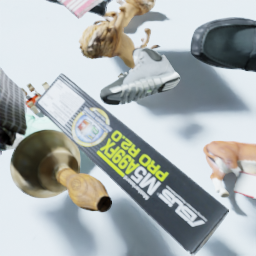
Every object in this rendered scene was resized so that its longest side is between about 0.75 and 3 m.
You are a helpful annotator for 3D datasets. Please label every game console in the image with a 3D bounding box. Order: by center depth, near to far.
[{"bbox_3d":[-0.956,-4.323,8.170,2.488,1.647,2.829,11,25,-11],"label":"game console"}]

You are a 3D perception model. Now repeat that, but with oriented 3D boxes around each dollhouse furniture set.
[{"bbox_3d":[-2.776,-0.968,8.718,0.937,0.488,0.947,-35,59,-10],"label":"dollhouse furniture set"}]

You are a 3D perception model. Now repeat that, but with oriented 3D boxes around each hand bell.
[{"bbox_3d":[-0.938,0.770,4.297,1.341,1.341,2.576,-34,19,-23],"label":"hand bell"}]

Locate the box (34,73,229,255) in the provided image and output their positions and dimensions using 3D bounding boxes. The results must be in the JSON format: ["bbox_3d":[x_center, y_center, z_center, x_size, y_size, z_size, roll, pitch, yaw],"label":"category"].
[{"bbox_3d":[0.151,0.515,3.880,2.541,2.036,0.563,39,87,24],"label":"box"}]

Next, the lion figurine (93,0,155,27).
[{"bbox_3d":[-0.107,-4.666,11.286,1.570,0.929,2.564,32,73,6],"label":"lion figurine"}]

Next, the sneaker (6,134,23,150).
[{"bbox_3d":[-2.755,0.376,5.993,1.111,0.418,0.492,4,25,-39],"label":"sneaker"}]

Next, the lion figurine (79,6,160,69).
[{"bbox_3d":[-0.080,-1.461,5.054,0.590,1.629,0.998,9,80,52],"label":"lion figurine"}]

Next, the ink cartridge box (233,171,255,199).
[{"bbox_3d":[2.481,1.134,5.077,0.712,0.987,0.413,11,80,45],"label":"ink cartridge box"}]

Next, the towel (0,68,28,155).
[{"bbox_3d":[-2.502,-0.609,4.768,0.826,1.599,1.931,-32,40,2],"label":"towel"}]

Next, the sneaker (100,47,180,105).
[{"bbox_3d":[0.087,-0.847,4.342,1.326,0.497,0.766,-16,74,-23],"label":"sneaker"}]

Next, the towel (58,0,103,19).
[{"bbox_3d":[-1.323,-3.265,6.689,1.281,0.192,0.937,42,70,4],"label":"towel"}]

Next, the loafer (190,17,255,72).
[{"bbox_3d":[1.864,-1.129,3.892,2.086,0.708,0.732,-1,21,-20],"label":"loafer"}]

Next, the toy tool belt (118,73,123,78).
[{"bbox_3d":[0.474,-1.603,8.856,1.443,0.901,0.887,-23,65,-17],"label":"toy tool belt"}]

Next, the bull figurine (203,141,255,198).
[{"bbox_3d":[3.287,0.909,6.831,2.812,0.916,1.707,1,36,6],"label":"bull figurine"}]

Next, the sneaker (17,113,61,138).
[{"bbox_3d":[-2.454,-0.144,7.637,2.735,1.007,1.613,37,66,13],"label":"sneaker"}]
